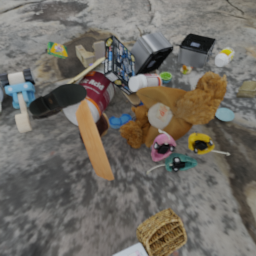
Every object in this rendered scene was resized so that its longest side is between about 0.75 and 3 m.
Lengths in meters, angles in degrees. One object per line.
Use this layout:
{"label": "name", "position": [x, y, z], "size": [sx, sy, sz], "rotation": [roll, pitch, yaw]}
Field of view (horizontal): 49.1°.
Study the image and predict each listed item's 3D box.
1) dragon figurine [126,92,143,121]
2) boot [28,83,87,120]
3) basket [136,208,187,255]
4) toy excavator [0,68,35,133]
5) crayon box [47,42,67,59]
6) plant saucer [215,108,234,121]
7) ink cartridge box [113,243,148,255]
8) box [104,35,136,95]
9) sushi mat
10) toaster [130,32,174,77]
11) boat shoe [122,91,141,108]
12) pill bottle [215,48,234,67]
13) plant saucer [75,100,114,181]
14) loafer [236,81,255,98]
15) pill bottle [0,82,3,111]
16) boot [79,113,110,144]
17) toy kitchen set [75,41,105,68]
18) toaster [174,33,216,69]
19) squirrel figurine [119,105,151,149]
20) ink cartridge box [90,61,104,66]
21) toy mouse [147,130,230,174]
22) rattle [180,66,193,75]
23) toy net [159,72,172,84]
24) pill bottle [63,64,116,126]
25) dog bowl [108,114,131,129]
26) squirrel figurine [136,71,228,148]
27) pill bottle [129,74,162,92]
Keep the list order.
{"label": "dragon figurine", "position": [0.443, -1.041, 11.076], "size": [0.484, 0.818, 1.645], "rotation": [-7, 47, 44]}
{"label": "boot", "position": [-2.630, -0.903, 10.421], "size": [2.244, 1.953, 0.777], "rotation": [-20, 89, -10]}
{"label": "basket", "position": [0.948, 2.899, 7.652], "size": [1.223, 0.873, 0.911], "rotation": [-23, 49, -20]}
{"label": "toy excavator", "position": [-4.262, -1.098, 11.349], "size": [1.235, 2.473, 2.405], "rotation": [-14, 5, -12]}
{"label": "crayon box", "position": [-2.870, -3.146, 11.374], "size": [0.793, 0.231, 0.471], "rotation": [6, 74, -44]}
{"label": "plant saucer", "position": [3.927, -0.503, 11.437], "size": [0.774, 0.149, 0.774], "rotation": [0, 47, 0]}
{"label": "ink cartridge box", "position": [-0.285, 4.155, 6.684], "size": [2.332, 0.665, 1.896], "rotation": [-17, 48, -21]}
{"label": "box", "position": [-0.266, -2.254, 10.090], "size": [0.403, 1.393, 1.753], "rotation": [-20, 56, 30]}
{"label": "sushi mat", "position": [-1.604, -2.302, 11.217], "size": [1.098, 0.139, 2.295], "rotation": [-10, 29, 50]}
{"label": "toaster", "position": [0.898, -2.997, 11.342], "size": [1.485, 1.642, 0.974], "rotation": [-28, 78, -37]}
{"label": "boat shoe", "position": [0.009, -1.349, 10.619], "size": [0.512, 0.461, 1.423], "rotation": [-28, 65, -16]}
{"label": "pill bottle", "position": [3.864, -2.821, 11.274], "size": [0.537, 0.537, 0.983], "rotation": [28, 48, 24]}
{"label": "plant saucer", "position": [-1.084, 0.434, 8.750], "size": [0.492, 2.626, 2.626], "rotation": [-19, 49, -7]}
{"label": "loafer", "position": [3.833, -1.247, 8.992], "size": [0.564, 0.500, 1.483], "rotation": [4, 14, 31]}
{"label": "pill bottle", "position": [-6.088, -1.669, 11.488], "size": [1.672, 1.672, 2.887], "rotation": [-16, 48, -15]}
{"label": "boot", "position": [-1.234, 0.062, 10.124], "size": [1.062, 1.276, 0.462], "rotation": [-22, 61, -21]}
{"label": "toy kitchen set", "position": [-1.744, -3.988, 14.069], "size": [1.458, 1.189, 1.315], "rotation": [-21, 49, -20]}
{"label": "toaster", "position": [3.380, -3.932, 14.124], "size": [1.742, 1.034, 1.575], "rotation": [20, 49, 18]}
{"label": "squirrel figurine", "position": [0.423, -0.070, 10.105], "size": [1.077, 1.420, 1.522], "rotation": [30, 55, 28]}
{"label": "ink cartridge box", "position": [-0.510, -3.029, 13.305], "size": [1.965, 0.430, 1.984], "rotation": [-25, 43, -37]}
{"label": "toy mouse", "position": [1.440, 0.770, 8.892], "size": [2.674, 2.376, 0.517], "rotation": [27, 40, -35]}
{"label": "rattle", "position": [2.880, -2.960, 13.563], "size": [0.756, 0.540, 0.492], "rotation": [-32, 37, -20]}
{"label": "toy net", "position": [1.350, -1.822, 12.549], "size": [1.020, 0.375, 1.944], "rotation": [9, 47, 8]}
{"label": "pill bottle", "position": [-1.399, -1.385, 11.347], "size": [1.491, 1.491, 2.611], "rotation": [14, 48, 13]}
{"label": "dog bowl", "position": [-0.320, -0.254, 11.140], "size": [0.929, 0.230, 0.518], "rotation": [-14, 48, -14]}
{"label": "squirrel figurine", "position": [2.077, -0.709, 9.449], "size": [2.814, 1.991, 2.626], "rotation": [-14, 1, 43]}
{"label": "pill bottle", "position": [0.601, -1.565, 9.870], "size": [1.131, 0.620, 0.620], "rotation": [-11, 43, -40]}
